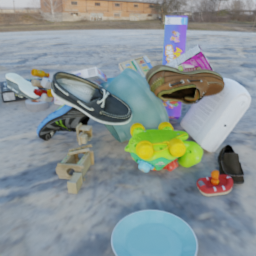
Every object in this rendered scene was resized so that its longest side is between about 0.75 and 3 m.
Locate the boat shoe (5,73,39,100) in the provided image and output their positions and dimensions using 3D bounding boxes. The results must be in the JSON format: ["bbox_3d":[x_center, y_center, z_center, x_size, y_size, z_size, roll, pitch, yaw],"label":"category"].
[{"bbox_3d":[-4.477,-1.632,11.881,2.013,0.622,0.733,34,34,23],"label":"boat shoe"}]

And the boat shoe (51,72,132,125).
[{"bbox_3d":[-0.873,-0.715,6.859,2.154,0.650,0.815,18,62,-5],"label":"boat shoe"}]

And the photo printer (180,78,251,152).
[{"bbox_3d":[2.564,-0.495,8.299,0.701,2.019,1.680,27,15,-23],"label":"photo printer"}]

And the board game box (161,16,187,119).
[{"bbox_3d":[1.463,-1.823,9.251,0.671,2.996,2.014,4,0,8],"label":"board game box"}]

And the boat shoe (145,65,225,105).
[{"bbox_3d":[1.575,-0.967,7.174,2.413,0.868,0.820,-2,55,-26],"label":"boat shoe"}]

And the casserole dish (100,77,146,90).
[{"bbox_3d":[-0.094,-1.265,10.833,2.231,1.351,0.433,-4,24,-8],"label":"casserole dish"}]

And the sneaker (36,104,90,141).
[{"bbox_3d":[-1.727,-0.150,8.095,2.481,1.028,0.880,-28,15,30],"label":"sneaker"}]

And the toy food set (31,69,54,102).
[{"bbox_3d":[-2.429,-1.210,8.419,1.298,0.620,0.584,42,24,30],"label":"toy food set"}]

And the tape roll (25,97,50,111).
[{"bbox_3d":[-3.707,-0.979,11.477,0.942,0.311,0.942,0,23,0],"label":"tape roll"}]

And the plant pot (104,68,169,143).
[{"bbox_3d":[-0.037,-0.475,8.536,1.478,2.207,2.207,-37,35,-11],"label":"plant pot"}]

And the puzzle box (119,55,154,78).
[{"bbox_3d":[0.609,-2.226,12.181,1.425,0.272,2.141,-21,59,-11],"label":"puzzle box"}]

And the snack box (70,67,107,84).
[{"bbox_3d":[-1.277,-1.638,9.247,0.888,0.300,2.471,-13,5,3],"label":"snack box"}]

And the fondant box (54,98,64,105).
[{"bbox_3d":[-2.068,-1.303,11.945,1.791,0.522,1.292,10,26,24],"label":"fondant box"}]

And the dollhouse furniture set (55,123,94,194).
[{"bbox_3d":[-1.388,0.670,6.714,0.740,1.177,1.331,4,23,10],"label":"dollhouse furniture set"}]

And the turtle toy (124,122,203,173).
[{"bbox_3d":[0.920,0.561,7.134,2.033,1.027,1.481,-2,24,-6],"label":"turtle toy"}]

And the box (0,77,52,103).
[{"bbox_3d":[-4.710,-1.827,13.042,2.268,0.579,1.789,-11,27,-22],"label":"box"}]

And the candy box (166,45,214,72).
[{"bbox_3d":[1.581,-1.556,7.623,1.226,0.836,0.374,-29,40,24],"label":"candy box"}]

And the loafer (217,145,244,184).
[{"bbox_3d":[2.549,0.876,7.052,0.534,0.522,1.464,1,24,3],"label":"loafer"}]

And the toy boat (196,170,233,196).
[{"bbox_3d":[1.971,1.195,6.333,0.797,0.521,0.520,-6,26,-10],"label":"toy boat"}]

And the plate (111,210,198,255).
[{"bbox_3d":[0.450,2.010,4.929,1.499,0.192,1.499,0,25,0],"label":"plate"}]
